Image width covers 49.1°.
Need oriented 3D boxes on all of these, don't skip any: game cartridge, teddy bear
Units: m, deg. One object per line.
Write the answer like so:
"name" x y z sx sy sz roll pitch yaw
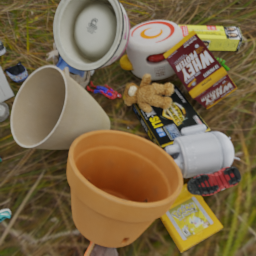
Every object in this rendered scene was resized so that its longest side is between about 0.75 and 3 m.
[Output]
"game cartridge" 1.711 2.566 8.280 1.443 0.266 1.637 -23 57 -17
"teddy bear" 0.697 -1.198 9.970 1.893 1.373 0.632 26 14 21

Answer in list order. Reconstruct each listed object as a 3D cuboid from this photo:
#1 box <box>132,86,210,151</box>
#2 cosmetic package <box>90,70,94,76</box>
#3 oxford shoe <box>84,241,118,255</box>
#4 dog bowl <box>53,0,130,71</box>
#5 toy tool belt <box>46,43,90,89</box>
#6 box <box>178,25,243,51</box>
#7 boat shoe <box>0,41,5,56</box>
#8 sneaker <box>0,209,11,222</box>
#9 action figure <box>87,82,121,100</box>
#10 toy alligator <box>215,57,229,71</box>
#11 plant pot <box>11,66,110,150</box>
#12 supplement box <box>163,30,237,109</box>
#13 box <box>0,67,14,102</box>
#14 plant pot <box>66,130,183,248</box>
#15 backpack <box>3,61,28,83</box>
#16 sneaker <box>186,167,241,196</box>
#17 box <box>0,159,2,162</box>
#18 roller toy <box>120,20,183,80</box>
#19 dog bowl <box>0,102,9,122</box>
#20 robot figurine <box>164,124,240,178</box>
"box" 1.497 -0.360 10.353 1.959 0.605 2.453 -19 54 -12
"cosmetic package" -1.959 -2.722 12.404 0.981 0.253 0.739 11 53 9
"oxford shoe" -0.721 3.441 7.268 0.851 0.832 2.334 13 53 4
"dog bowl" -1.214 -3.462 9.975 2.896 2.896 1.068 30 20 21
"toy tool belt" -2.380 -2.711 11.252 1.704 1.677 2.729 -6 63 -6
"box" 3.807 -4.265 13.299 2.907 0.728 1.094 3 52 2
"boat shoe" -6.419 -3.339 12.648 0.677 0.627 1.835 36 60 25
"sneaker" -3.859 2.646 8.208 0.800 0.310 0.319 -19 63 -14
"action figure" -0.953 -1.498 11.410 1.479 0.382 0.484 21 50 13
"toy alligator" 3.664 -2.978 12.459 1.774 0.481 0.526 23 55 17
"plant pot" -1.806 -0.275 8.694 2.386 2.548 2.386 -13 67 32
"supplement box" 2.675 -2.048 10.288 1.354 2.011 2.039 -37 64 20
"box" -6.117 -1.634 10.370 2.768 2.108 1.472 -35 60 -24
"plant pot" -0.305 1.675 7.410 2.920 2.044 2.920 16 27 -8
"backpack" -4.651 -2.289 11.817 0.839 0.646 0.799 -37 48 -20
"sneaker" 2.301 1.556 7.830 1.670 0.816 0.590 -12 71 -21
"box" -5.195 0.176 9.442 0.561 1.361 2.319 -36 60 -24
"roller toy" 1.108 -3.188 11.783 2.336 1.790 2.561 26 57 32
"dog bowl" -5.013 -0.568 10.719 0.914 0.268 0.914 0 52 0
"robot figurine" 2.319 0.849 8.935 2.339 1.321 1.984 -9 72 -7
